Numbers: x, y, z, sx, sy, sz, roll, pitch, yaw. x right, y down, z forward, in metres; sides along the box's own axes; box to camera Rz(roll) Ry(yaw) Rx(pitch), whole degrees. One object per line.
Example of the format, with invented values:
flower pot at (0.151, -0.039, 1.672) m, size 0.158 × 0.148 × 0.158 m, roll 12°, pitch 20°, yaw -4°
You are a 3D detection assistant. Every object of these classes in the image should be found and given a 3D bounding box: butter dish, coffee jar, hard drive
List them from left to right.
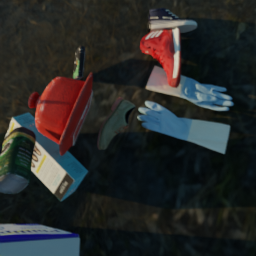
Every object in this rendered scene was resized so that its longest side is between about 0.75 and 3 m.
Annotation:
coffee jar at (-2.275, 0.620, 5.705) m, size 0.694 × 0.568 × 1.330 m, roll -37°, pitch 39°, yaw 25°
butter dish at (-1.694, -0.440, 6.644) m, size 1.341 × 1.814 × 1.809 m, roll 23°, pitch 72°, yaw -5°
hard drive at (-1.499, -1.960, 8.557) m, size 0.176 × 0.650 × 0.931 m, roll 6°, pitch 89°, yaw -23°

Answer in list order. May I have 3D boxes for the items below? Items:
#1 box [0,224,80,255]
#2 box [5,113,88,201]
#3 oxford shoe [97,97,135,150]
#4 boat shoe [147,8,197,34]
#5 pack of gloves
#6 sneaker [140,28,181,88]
box at (-2.475, 2.823, 6.189) m, size 2.144 × 1.971 × 1.125 m, roll -9°, pitch 72°, yaw 44°
box at (-2.294, 0.763, 7.689) m, size 2.426 × 0.596 × 0.998 m, roll 43°, pitch 124°, yaw 10°
oxford shoe at (-0.332, -0.058, 7.635) m, size 0.586 × 0.552 × 1.567 m, roll 25°, pitch 87°, yaw 18°
boat shoe at (1.399, -3.522, 9.078) m, size 1.599 × 0.597 × 0.742 m, roll -3°, pitch 83°, yaw 0°
pack of gloves at (1.716, -0.534, 8.460) m, size 2.693 × 0.531 × 2.262 m, roll 19°, pitch 61°, yaw 7°
sneaker at (0.994, -2.130, 8.666) m, size 1.252 × 0.849 × 2.167 m, roll 0°, pitch 58°, yaw 9°
